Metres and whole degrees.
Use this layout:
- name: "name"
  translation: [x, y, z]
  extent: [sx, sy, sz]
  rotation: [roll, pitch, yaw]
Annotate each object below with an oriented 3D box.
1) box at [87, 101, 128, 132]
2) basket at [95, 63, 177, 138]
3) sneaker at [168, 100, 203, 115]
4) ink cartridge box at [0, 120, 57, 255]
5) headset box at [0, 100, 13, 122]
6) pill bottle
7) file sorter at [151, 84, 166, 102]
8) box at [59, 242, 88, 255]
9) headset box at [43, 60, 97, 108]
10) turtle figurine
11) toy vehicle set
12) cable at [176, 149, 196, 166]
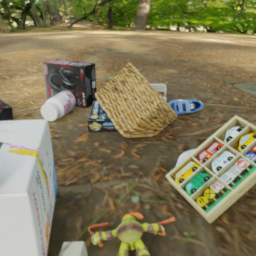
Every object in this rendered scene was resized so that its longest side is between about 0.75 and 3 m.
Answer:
- name: "box"
  translation: [-0.628, -0.532, 11.464]
  extent: [1.805, 0.522, 2.271]
  rotation: [0, 24, -1]
- name: "basket"
  translation: [0.311, -0.792, 10.683]
  extent: [1.942, 1.860, 2.607]
  rotation: [-42, 54, 6]
- name: "sneaker"
  translation: [2.390, -0.912, 11.989]
  extent: [1.764, 0.652, 0.725]
  rotation: [-12, 9, -21]
- name: "ink cartridge box"
  translation: [-2.618, 1.308, 5.566]
  extent: [1.997, 2.032, 2.760]
  rotation: [-3, 26, -7]
- name: "headset box"
  translation: [-5.733, -0.578, 11.008]
  extent: [1.665, 0.864, 2.238]
  rotation: [-13, 27, -37]
- name: "pill bottle"
  translation: [-2.955, -0.917, 11.870]
  extent: [0.893, 0.893, 1.576]
  rotation: [7, 26, 15]
- name: "file sorter"
  translation: [1.371, -1.570, 13.432]
  extent: [0.904, 0.811, 1.302]
  rotation: [4, 24, 7]
- name: "box"
  translation: [-1.023, 2.547, 4.694]
  extent: [0.417, 0.501, 1.219]
  rotation: [-5, 23, 7]
- name: "headset box"
  translation: [-2.854, -2.151, 13.335]
  extent: [2.604, 1.938, 1.006]
  rotation: [11, 26, 22]
- name: "turtle figurine"
  translation: [0.147, 2.153, 5.449]
  extent: [1.868, 0.602, 1.507]
  rotation: [-2, 25, -6]
- name: "toy vehicle set"
  translation: [2.326, 0.897, 6.780]
  extent: [2.500, 0.331, 1.553]
  rotation: [-39, 41, -7]
- name: "cable"
  translation: [2.095, 1.100, 7.874]
  extent: [1.493, 0.517, 1.493]
  rotation: [-11, 27, -23]
